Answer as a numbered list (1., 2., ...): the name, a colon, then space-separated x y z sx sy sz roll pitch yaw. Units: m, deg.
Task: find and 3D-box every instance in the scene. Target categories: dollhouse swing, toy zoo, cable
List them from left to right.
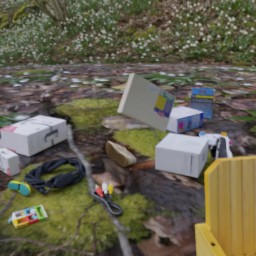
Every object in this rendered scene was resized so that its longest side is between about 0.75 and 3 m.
1. toy zoo: -3.080 2.717 8.538 1.065 0.109 0.698 -11 22 -28
2. cable: -2.769 1.763 10.794 1.910 0.595 2.341 7 22 34
3. cable: -0.722 2.321 9.219 0.783 0.406 1.613 -5 20 -18
4. dollhouse swing: 3.241 2.274 6.135 2.893 2.544 2.629 -2 19 -9

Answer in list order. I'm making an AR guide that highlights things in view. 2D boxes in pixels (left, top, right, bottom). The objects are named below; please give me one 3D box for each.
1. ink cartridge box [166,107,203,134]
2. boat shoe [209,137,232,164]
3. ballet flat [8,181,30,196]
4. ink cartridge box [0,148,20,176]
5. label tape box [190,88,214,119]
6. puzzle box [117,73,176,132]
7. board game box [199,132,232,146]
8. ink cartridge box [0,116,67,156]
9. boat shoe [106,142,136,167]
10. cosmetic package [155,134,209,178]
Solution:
1. ink cartridge box: 3.224 -0.541 16.593 2.562 0.978 1.748 -15 24 -33
2. boat shoe: 3.932 1.072 12.167 0.762 0.933 2.526 8 28 8
3. ballet flat: -3.767 2.112 9.959 1.133 0.379 0.380 9 4 30
4. ink cartridge box: -4.892 1.370 11.349 1.110 0.808 0.471 17 26 40
5. label tape box: 4.836 -1.677 18.374 1.416 1.964 0.622 6 20 17
6. puzzle box: 0.719 -0.826 9.925 2.146 1.428 0.273 24 -10 -35
7. board game box: 4.560 0.540 14.705 1.465 0.190 1.465 3 19 6
8. ink cartridge box: -4.612 0.310 13.973 1.908 1.111 2.620 10 20 27
9. boat shoe: -0.364 1.147 12.370 0.606 0.669 1.878 -5 26 -35
10. cosmetic package: 2.265 1.091 11.709 1.779 1.094 1.773 9 21 25
